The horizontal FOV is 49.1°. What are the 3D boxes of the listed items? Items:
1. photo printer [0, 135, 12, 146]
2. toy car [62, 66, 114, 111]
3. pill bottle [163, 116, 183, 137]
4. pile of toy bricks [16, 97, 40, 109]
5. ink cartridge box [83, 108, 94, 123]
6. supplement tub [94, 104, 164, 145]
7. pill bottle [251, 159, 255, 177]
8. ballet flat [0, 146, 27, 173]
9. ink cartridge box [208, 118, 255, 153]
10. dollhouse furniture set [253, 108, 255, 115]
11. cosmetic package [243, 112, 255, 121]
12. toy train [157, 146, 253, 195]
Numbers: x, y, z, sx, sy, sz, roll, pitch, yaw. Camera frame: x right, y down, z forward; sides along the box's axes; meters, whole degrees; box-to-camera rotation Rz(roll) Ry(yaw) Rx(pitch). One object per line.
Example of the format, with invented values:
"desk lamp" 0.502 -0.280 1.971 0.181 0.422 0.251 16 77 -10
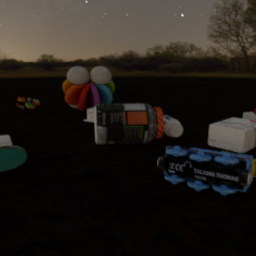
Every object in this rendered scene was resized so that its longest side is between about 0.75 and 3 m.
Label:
"photo printer" -4.238 0.542 8.642 1.175 0.408 0.977 -6 15 -25
"toy car" -2.129 -1.905 15.587 2.932 2.566 2.199 -3 48 -15
"pill bottle" 1.583 -0.040 10.517 0.667 0.667 1.202 -3 14 -14
"pile of toy bricks" -5.768 -1.313 16.179 1.296 0.719 0.640 9 32 -48
"ink cartridge box" -1.330 -0.665 13.375 0.902 0.532 1.567 9 16 32
"supplement tub" -0.008 -0.138 9.444 2.225 1.363 1.363 -1 14 -8
"pill bottle" 2.950 0.978 6.815 0.777 0.433 0.433 0 14 3
"ballet flat" -3.531 0.862 6.905 0.705 0.685 1.981 7 19 38
"ink cartridge box" 3.688 0.195 9.401 1.746 0.723 1.279 -13 19 -43
"dollhouse furniture set" 4.859 -0.240 8.689 0.850 1.124 2.089 -6 44 -30
"cosmetic package" 5.207 -0.269 11.498 0.643 0.642 0.779 -3 15 -17
"toy train" 1.736 0.900 6.335 2.078 0.901 1.187 6 6 33
